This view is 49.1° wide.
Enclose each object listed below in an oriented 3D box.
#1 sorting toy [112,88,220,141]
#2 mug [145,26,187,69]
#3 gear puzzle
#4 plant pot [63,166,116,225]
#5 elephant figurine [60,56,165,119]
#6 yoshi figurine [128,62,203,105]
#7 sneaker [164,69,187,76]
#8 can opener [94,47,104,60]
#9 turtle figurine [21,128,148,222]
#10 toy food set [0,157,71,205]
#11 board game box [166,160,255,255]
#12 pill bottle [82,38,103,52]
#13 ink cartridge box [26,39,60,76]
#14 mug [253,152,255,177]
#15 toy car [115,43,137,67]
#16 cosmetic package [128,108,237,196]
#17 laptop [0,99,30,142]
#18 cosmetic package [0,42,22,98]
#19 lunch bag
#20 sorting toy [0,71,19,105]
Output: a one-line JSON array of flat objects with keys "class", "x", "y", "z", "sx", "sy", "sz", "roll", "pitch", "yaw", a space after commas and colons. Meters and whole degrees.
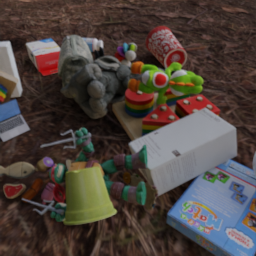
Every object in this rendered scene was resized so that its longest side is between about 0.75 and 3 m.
[{"class": "sorting toy", "x": 1.274, "y": -0.561, "z": 9.411, "sx": 2.875, "sy": 1.007, "sz": 2.893, "roll": -15, "pitch": 42, "yaw": -18}, {"class": "mug", "x": 1.999, "y": -3.687, "z": 13.024, "sx": 1.830, "sy": 1.375, "sz": 2.061, "roll": -12, "pitch": 44, "yaw": -11}, {"class": "gear puzzle", "x": 0.282, "y": 1.539, "z": 7.181, "sx": 0.164, "sy": 0.650, "sz": 1.255, "roll": -3, "pitch": 24, "yaw": -44}, {"class": "plant pot", "x": -0.835, "y": 1.296, "z": 5.574, "sx": 1.054, "sy": 1.054, "sz": 0.969, "roll": -10, "pitch": 84, "yaw": -12}, {"class": "elephant figurine", "x": -0.542, "y": -1.667, "z": 10.247, "sx": 2.881, "sy": 2.039, "sz": 2.235, "roll": -33, "pitch": 78, "yaw": -35}, {"class": "yoshi figurine", "x": 1.201, "y": -1.411, "z": 8.609, "sx": 2.207, "sy": 1.240, "sz": 1.236, "roll": 12, "pitch": 51, "yaw": 20}, {"class": "sneaker", "x": 2.170, "y": -2.375, "z": 12.094, "sx": 1.264, "sy": 0.467, "sz": 0.501, "roll": 18, "pitch": 38, "yaw": 22}, {"class": "can opener", "x": -1.100, "y": -2.720, "z": 10.777, "sx": 0.490, "sy": 1.547, "sz": 0.608, "roll": -42, "pitch": 88, "yaw": 1}, {"class": "turtle figurine", "x": -0.942, "y": 1.051, "z": 6.439, "sx": 2.719, "sy": 1.369, "sz": 2.036, "roll": 0, "pitch": 78, "yaw": 9}, {"class": "toy food set", "x": -2.399, "y": 1.392, "z": 7.205, "sx": 1.892, "sy": 0.298, "sz": 1.202, "roll": -10, "pitch": 76, "yaw": -1}, {"class": "board game box", "x": 2.445, "y": 1.866, "z": 6.864, "sx": 1.937, "sy": 0.469, "sz": 2.561, "roll": 27, "pitch": 46, "yaw": 29}, {"class": "pill bottle", "x": -1.912, "y": -4.180, "z": 14.140, "sx": 1.187, "sy": 0.645, "sz": 0.645, "roll": 5, "pitch": 40, "yaw": 6}, {"class": "ink cartridge box", "x": -3.754, "y": -3.310, "z": 12.991, "sx": 1.281, "sy": 0.741, "sz": 2.205, "roll": -21, "pitch": 44, "yaw": -23}, {"class": "mug", "x": 4.447, "y": 1.122, "z": 6.446, "sx": 2.958, "sy": 2.184, "sz": 2.594, "roll": 15, "pitch": 52, "yaw": 16}, {"class": "toy car", "x": -0.141, "y": -3.224, "z": 12.259, "sx": 0.830, "sy": 1.107, "sz": 0.969, "roll": 22, "pitch": 46, "yaw": -13}, {"class": "cosmetic package", "x": 1.477, "y": 0.572, "z": 7.541, "sx": 2.495, "sy": 1.012, "sz": 1.408, "roll": -27, "pitch": 35, "yaw": -11}, {"class": "laptop", "x": -3.807, "y": -0.233, "z": 8.993, "sx": 0.926, "sy": 0.573, "sz": 0.989, "roll": -30, "pitch": 85, "yaw": -29}, {"class": "cosmetic package", "x": -5.574, "y": -2.047, "z": 10.417, "sx": 2.678, "sy": 2.019, "sz": 0.692, "roll": -6, "pitch": 33, "yaw": -7}, {"class": "lunch bag", "x": -2.039, "y": -2.488, "z": 11.138, "sx": 1.503, "sy": 1.809, "sz": 2.157, "roll": -7, "pitch": 40, "yaw": -9}, {"class": "sorting toy", "x": -4.754, "y": -1.196, "z": 8.784, "sx": 1.980, "sy": 1.992, "sz": 0.693, "roll": 24, "pitch": 54, "yaw": -24}]
